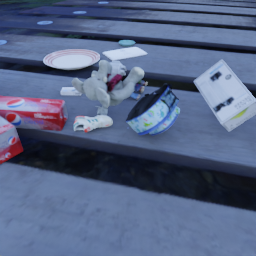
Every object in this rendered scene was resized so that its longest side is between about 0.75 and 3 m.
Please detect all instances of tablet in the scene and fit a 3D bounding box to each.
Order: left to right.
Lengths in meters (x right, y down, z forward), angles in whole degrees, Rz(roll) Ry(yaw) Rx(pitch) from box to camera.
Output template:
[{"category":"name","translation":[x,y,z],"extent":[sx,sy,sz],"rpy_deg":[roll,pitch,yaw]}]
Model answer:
[{"category":"tablet","translation":[-0.186,-3.915,14.651],"extent":[2.007,0.137,1.306],"rpy_deg":[-16,36,-23]}]

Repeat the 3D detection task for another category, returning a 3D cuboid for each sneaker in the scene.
[{"category":"sneaker","translation":[-1.089,-0.070,8.551],"extent":[1.216,0.428,0.569],"rpy_deg":[2,42,9]}]

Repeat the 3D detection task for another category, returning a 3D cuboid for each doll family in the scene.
[{"category":"doll family","translation":[0.190,-1.532,10.622],"extent":[0.775,0.526,1.340],"rpy_deg":[26,31,4]}]

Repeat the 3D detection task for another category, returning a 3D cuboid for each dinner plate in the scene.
[{"category":"dinner plate","translation":[-2.684,-3.258,13.478],"extent":[2.672,0.324,2.672],"rpy_deg":[1,33,-1]}]

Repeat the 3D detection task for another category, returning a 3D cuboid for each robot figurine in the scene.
[{"category":"robot figurine","translation":[-0.584,-2.417,11.697],"extent":[1.015,0.573,0.861],"rpy_deg":[6,72,18]}]

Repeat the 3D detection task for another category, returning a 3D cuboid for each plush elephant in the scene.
[{"category":"plush elephant","translation":[-0.753,-1.324,8.530],"extent":[1.633,1.983,1.535],"rpy_deg":[25,0,23]}]

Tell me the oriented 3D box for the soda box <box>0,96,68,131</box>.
[{"category":"soda box","translation":[-3.102,-0.463,8.798],"extent":[2.228,0.706,0.780],"rpy_deg":[3,37,6]}]

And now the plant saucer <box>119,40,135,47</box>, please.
[{"category":"plant saucer","translation":[-0.076,-4.819,16.005],"extent":[0.907,0.163,0.907],"rpy_deg":[0,33,0]}]

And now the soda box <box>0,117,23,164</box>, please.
[{"category":"soda box","translation":[-4.026,0.035,7.904],"extent":[2.490,0.872,0.790],"rpy_deg":[27,45,35]}]

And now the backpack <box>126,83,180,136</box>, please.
[{"category":"backpack","translation":[0.748,-0.391,8.122],"extent":[1.290,1.036,1.410],"rpy_deg":[-24,20,52]}]

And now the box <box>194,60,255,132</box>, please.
[{"category":"box","translation":[2.930,-1.005,8.391],"extent":[1.143,0.589,1.960],"rpy_deg":[-37,48,21]}]

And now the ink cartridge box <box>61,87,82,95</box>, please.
[{"category":"ink cartridge box","translation":[-2.163,-1.491,10.903],"extent":[0.777,0.174,0.684],"rpy_deg":[1,34,1]}]
